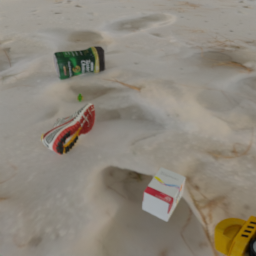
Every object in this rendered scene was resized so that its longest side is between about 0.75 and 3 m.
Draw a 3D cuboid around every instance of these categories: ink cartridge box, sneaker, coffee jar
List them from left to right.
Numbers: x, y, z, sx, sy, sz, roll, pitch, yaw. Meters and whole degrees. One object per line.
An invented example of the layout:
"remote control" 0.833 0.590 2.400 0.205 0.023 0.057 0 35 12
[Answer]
"sneaker" -2.134 -0.166 10.372 1.086 1.029 2.643 18 41 24
"coffee jar" -2.404 -3.326 14.216 2.541 1.325 1.084 -15 42 -17
"ink cartridge box" 1.019 1.847 7.928 0.809 0.813 1.118 20 43 23

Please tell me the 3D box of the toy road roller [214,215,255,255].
"toy road roller" 2.977 2.606 6.684 1.454 1.224 1.991 19 41 41

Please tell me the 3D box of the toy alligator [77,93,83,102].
"toy alligator" -2.182 -1.452 12.697 0.230 0.211 0.776 -3 38 -4
